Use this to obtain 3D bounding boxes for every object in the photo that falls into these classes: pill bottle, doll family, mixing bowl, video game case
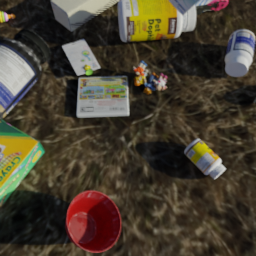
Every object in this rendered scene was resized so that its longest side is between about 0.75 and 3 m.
[{"bbox_3d":[2.310,0.946,8.402,0.653,0.653,1.195,-35,68,-18],"label":"pill bottle"},{"bbox_3d":[0.685,-1.653,9.956,1.377,0.621,0.855,30,57,-4],"label":"doll family"},{"bbox_3d":[-1.029,2.516,7.306,1.521,0.824,1.521,19,50,-25],"label":"mixing bowl"},{"bbox_3d":[4.064,-2.712,10.242,0.934,0.934,1.613,17,63,9],"label":"pill bottle"},{"bbox_3d":[1.056,-4.158,10.686,2.813,1.537,1.537,-6,62,-2],"label":"pill bottle"},{"bbox_3d":[-0.882,-1.100,9.788,1.760,0.201,1.602,-2,61,0],"label":"video game case"},{"bbox_3d":[-2.558,-1.148,5.918,1.089,1.089,1.947,26,64,13],"label":"pill bottle"}]

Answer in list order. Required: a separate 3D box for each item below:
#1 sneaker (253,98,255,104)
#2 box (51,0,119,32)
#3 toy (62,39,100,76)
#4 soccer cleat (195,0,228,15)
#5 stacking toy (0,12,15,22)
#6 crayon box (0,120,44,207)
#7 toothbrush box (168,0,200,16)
[{"bbox_3d":[4.852,-1.094,9.645,1.125,0.421,0.598,-39,66,-21],"label":"sneaker"},{"bbox_3d":[-1.713,-5.282,11.635,2.787,0.953,1.145,-40,68,-19],"label":"box"},{"bbox_3d":[-1.761,-2.569,10.491,0.903,0.370,1.568,-23,62,-15],"label":"toy"},{"bbox_3d":[3.316,-5.285,11.828,1.783,0.623,0.770,-16,62,-8],"label":"soccer cleat"},{"bbox_3d":[-5.186,-4.587,11.567,0.975,0.535,0.566,-11,79,-17],"label":"stacking toy"},{"bbox_3d":[-3.908,1.198,8.201,1.524,0.748,2.566,27,65,14],"label":"crayon box"},{"bbox_3d":[2.017,-4.052,7.799,0.663,1.554,1.138,43,55,-11],"label":"toothbrush box"}]
